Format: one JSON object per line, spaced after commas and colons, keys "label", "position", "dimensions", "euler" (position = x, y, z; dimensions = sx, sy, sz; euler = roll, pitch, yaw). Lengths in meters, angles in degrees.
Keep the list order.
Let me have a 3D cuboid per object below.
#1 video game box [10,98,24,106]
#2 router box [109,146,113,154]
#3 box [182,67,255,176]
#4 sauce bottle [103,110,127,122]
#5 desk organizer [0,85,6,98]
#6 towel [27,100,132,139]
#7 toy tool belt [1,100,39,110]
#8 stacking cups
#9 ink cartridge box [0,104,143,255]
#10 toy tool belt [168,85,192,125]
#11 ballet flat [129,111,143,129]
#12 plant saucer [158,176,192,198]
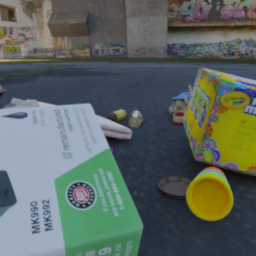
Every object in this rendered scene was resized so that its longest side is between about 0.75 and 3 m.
{"label": "video game box", "position": [-3.999, -0.826, 11.664], "dimensions": [1.183, 0.304, 1.299], "euler": [11, -10, 37]}
{"label": "router box", "position": [-0.960, 0.616, 7.976], "dimensions": [0.870, 0.222, 0.649], "euler": [15, 22, 40]}
{"label": "box", "position": [3.067, -0.177, 6.893], "dimensions": [2.871, 1.751, 2.765], "euler": [13, 19, 0]}
{"label": "sauce bottle", "position": [-0.549, -0.442, 11.173], "dimensions": [0.414, 0.414, 1.280], "euler": [12, 19, 34]}
{"label": "desk organizer", "position": [-5.364, -1.112, 9.680], "dimensions": [1.070, 1.148, 2.983], "euler": [-31, 6, -39]}
{"label": "towel", "position": [-1.706, -0.265, 9.229], "dimensions": [2.759, 0.466, 2.888], "euler": [11, 8, -34]}
{"label": "toy tool belt", "position": [-2.661, 0.538, 6.392], "dimensions": [1.868, 1.839, 2.992], "euler": [-36, 22, -31]}
{"label": "stacking cups", "position": [1.562, 1.039, 5.082], "dimensions": [0.670, 0.670, 2.215], "euler": [7, 1, 21]}
{"label": "ink cartridge box", "position": [-1.641, 0.870, 3.001], "dimensions": [2.972, 1.249, 2.169], "euler": [-6, 38, -20]}
{"label": "toy tool belt", "position": [2.285, -0.999, 11.471], "dimensions": [1.318, 1.297, 2.110], "euler": [7, 18, 23]}
{"label": "ballet flat", "position": [0.321, -0.392, 10.850], "dimensions": [0.532, 0.492, 1.508], "euler": [6, 17, 1]}
{"label": "plant saucer", "position": [1.061, 1.273, 5.962], "dimensions": [0.836, 0.134, 0.836], "euler": [-1, 17, 0]}
